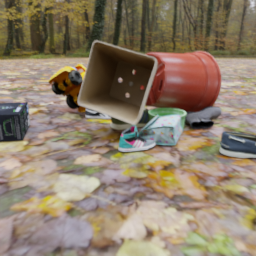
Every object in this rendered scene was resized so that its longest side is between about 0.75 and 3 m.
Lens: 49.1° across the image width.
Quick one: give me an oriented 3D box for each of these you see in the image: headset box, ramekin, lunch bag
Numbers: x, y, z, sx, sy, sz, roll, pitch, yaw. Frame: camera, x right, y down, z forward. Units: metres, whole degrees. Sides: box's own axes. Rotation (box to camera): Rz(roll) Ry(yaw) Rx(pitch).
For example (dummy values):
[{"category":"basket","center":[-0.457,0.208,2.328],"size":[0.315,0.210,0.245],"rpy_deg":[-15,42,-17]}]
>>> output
[{"category":"headset box","center":[-4.624,-0.223,9.682],"size":[2.091,0.970,1.821],"rpy_deg":[-3,18,-10]},{"category":"ramekin","center":[1.409,-0.256,10.257],"size":[1.380,0.674,1.380],"rpy_deg":[0,18,0]},{"category":"lunch bag","center":[1.022,0.059,9.149],"size":[1.286,0.784,1.095],"rpy_deg":[-1,21,25]}]

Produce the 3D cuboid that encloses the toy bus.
[{"category":"toy bus","center":[-2.183,-2.089,12.441],"size":[1.430,2.108,2.024],"rpy_deg":[-21,39,33]}]

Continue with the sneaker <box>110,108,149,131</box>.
[{"category":"sneaker","center":[0.371,-0.610,10.697],"size":[2.323,1.043,0.779],"rpy_deg":[-11,25,-31]}]

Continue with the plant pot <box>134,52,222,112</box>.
[{"category":"plant pot","center":[1.802,-1.867,11.300],"size":[2.653,2.727,2.727],"rpy_deg":[-1,16,-35]}]

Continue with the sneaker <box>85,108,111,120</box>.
[{"category":"sneaker","center":[-1.066,-0.811,11.738],"size":[1.479,0.827,0.540],"rpy_deg":[-1,18,-1]}]

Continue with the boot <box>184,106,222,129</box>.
[{"category":"boot","center":[3.040,-0.318,10.828],"size":[1.705,0.595,1.122],"rpy_deg":[-14,23,-9]}]

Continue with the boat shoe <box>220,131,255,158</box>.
[{"category":"boat shoe","center":[3.836,0.442,8.009],"size":[2.333,0.721,0.874],"rpy_deg":[4,18,12]}]

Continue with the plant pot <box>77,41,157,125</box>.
[{"category":"plant pot","center":[-0.132,-1.480,9.316],"size":[2.079,2.077,1.841],"rpy_deg":[20,13,14]}]

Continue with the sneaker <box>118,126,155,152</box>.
[{"category":"sneaker","center":[0.278,0.285,8.447],"size":[1.202,0.726,0.503],"rpy_deg":[-6,16,-24]}]
